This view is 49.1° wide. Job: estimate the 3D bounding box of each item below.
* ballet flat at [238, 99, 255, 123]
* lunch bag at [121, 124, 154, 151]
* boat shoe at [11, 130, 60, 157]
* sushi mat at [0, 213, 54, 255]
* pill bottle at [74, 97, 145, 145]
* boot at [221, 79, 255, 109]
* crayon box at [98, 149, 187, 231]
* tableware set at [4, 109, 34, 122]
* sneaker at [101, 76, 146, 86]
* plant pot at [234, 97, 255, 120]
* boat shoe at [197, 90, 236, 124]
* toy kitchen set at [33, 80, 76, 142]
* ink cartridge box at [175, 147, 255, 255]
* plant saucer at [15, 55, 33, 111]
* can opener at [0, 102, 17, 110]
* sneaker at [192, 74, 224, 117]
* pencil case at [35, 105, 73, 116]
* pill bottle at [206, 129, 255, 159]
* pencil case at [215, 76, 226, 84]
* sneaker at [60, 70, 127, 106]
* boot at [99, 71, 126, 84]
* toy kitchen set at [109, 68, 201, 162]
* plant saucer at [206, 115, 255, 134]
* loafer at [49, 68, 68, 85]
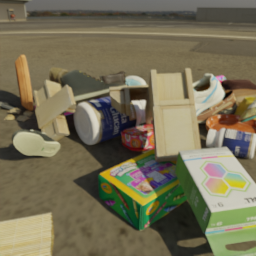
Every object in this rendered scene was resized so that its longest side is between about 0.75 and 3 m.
[{"bbox_3d":[4.797,-0.805,9.668,2.102,0.743,0.743,-20,18,20],"label":"ballet flat"},{"bbox_3d":[0.555,0.235,8.933,1.526,0.625,1.344,-11,14,-23],"label":"lunch bag"},{"bbox_3d":[-2.625,0.370,7.782,0.621,0.659,1.836,43,2,20],"label":"boat shoe"},{"bbox_3d":[-2.664,2.225,5.298,2.444,0.148,1.169,-7,24,-13],"label":"sushi mat"},{"bbox_3d":[-0.449,-0.402,9.520,2.492,1.384,1.384,-18,30,-34],"label":"pill bottle"},{"bbox_3d":[5.754,-1.698,12.480,2.847,1.030,2.369,-4,33,8],"label":"boot"},{"bbox_3d":[0.679,1.249,6.721,2.433,0.709,1.445,-20,31,-37],"label":"crayon box"},{"bbox_3d":[-4.379,-0.512,11.229,1.084,0.126,0.905,8,31,7],"label":"tableware set"},{"bbox_3d":[-0.471,-1.670,12.693,2.707,1.001,1.109,1,32,38],"label":"sneaker"},{"bbox_3d":[4.792,-0.761,10.954,1.123,0.797,1.123,-1,24,1],"label":"plant pot"},{"bbox_3d":[3.222,-0.893,11.012,2.607,0.936,0.987,-21,30,-29],"label":"boat shoe"},{"bbox_3d":[-1.877,-0.627,9.416,1.597,1.957,1.766,-31,-24,29],"label":"toy kitchen set"},{"bbox_3d":[1.747,1.267,5.148,1.104,0.630,2.126,-4,36,-10],"label":"ink cartridge box"},{"bbox_3d":[-4.296,-1.818,11.500,0.425,2.270,2.270,-9,26,-21],"label":"plant saucer"},{"bbox_3d":[-5.277,-0.887,11.960,1.096,0.367,0.292,18,26,8],"label":"can opener"},{"bbox_3d":[2.116,-0.866,9.901,2.551,1.030,0.976,-40,39,3],"label":"sneaker"},{"bbox_3d":[-2.596,-0.835,11.047,2.141,0.946,0.946,-22,33,-37],"label":"pencil case"},{"bbox_3d":[3.092,0.433,8.449,1.354,0.752,0.752,11,27,23],"label":"pill bottle"},{"bbox_3d":[4.853,-2.588,15.361,1.110,0.491,0.491,-16,29,-31],"label":"pencil case"},{"bbox_3d":[-1.157,-1.530,9.699,2.245,1.193,0.840,-15,-16,-23],"label":"sneaker"},{"bbox_3d":[-0.124,-1.393,11.100,1.944,1.693,0.673,-6,8,-23],"label":"boot"},{"bbox_3d":[0.562,-0.036,7.738,2.069,2.288,2.536,-3,-18,0],"label":"toy kitchen set"},{"bbox_3d":[3.758,0.042,9.819,2.028,0.327,2.028,0,24,0],"label":"plant saucer"},{"bbox_3d":[-2.946,-1.777,11.719,0.686,2.033,0.773,37,49,10],"label":"loafer"}]
